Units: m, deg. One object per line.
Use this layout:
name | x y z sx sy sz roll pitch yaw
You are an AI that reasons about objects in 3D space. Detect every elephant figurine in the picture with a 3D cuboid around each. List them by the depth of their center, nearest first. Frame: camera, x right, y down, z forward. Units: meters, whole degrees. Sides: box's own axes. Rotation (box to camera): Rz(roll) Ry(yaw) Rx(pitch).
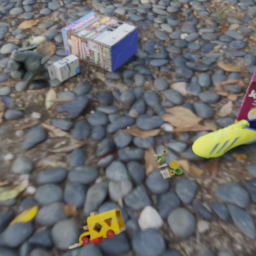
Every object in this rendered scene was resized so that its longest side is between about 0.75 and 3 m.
elephant figurine | -4.362 -3.026 12.260 1.675 1.528 2.159 20 26 -20

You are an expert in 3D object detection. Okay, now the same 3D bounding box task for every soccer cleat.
soccer cleat | 3.406 0.210 9.247 2.775 1.161 0.897 -14 48 -13

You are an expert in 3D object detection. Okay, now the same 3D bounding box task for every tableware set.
tableware set | 1.293 1.142 9.068 0.686 0.156 1.019 -13 48 -12

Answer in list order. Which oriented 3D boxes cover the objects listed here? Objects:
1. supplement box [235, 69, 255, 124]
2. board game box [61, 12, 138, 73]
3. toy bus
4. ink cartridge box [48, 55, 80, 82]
supplement box | 4.734 -0.933 9.736 1.325 2.025 1.045 21 50 19
board game box | -1.261 -4.073 13.142 2.778 1.345 2.215 27 52 23
toy bus | -0.738 2.414 6.903 1.298 1.225 0.671 -5 71 -36
ink cartridge box | -2.754 -2.529 12.110 1.298 0.753 0.440 -36 57 -28
